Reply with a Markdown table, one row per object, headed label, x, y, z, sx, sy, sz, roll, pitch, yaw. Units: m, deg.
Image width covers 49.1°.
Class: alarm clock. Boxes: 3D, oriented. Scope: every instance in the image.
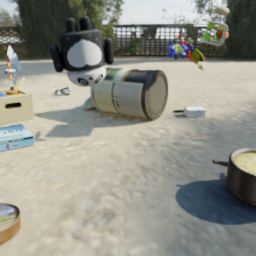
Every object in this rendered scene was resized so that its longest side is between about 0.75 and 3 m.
| label | x | y | z | sx | sy | sz | roll | pitch | yaw |
| --- | --- | --- | --- | --- | --- | --- | --- | --- | --- |
| alarm clock | 3.032 | 1.120 | 5.631 | 1.648 | 0.813 | 2.443 | -8 | 18 | -25 |

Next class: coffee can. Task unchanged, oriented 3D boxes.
| label | x | y | z | sx | sy | sz | roll | pitch | yaw |
| --- | --- | --- | --- | --- | --- | --- | --- | --- | --- |
| coffee can | 0.054 | -1.518 | 11.838 | 2.723 | 1.993 | 1.993 | 11 | 21 | 31 |

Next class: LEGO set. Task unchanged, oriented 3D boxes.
| label | x | y | z | sx | sy | sz | roll | pitch | yaw |
| --- | --- | --- | --- | --- | --- | --- | --- | --- | --- |
| LEGO set | -3.516 | -1.779 | 8.682 | 0.300 | 0.914 | 1.223 | -2 | 60 | 2 |

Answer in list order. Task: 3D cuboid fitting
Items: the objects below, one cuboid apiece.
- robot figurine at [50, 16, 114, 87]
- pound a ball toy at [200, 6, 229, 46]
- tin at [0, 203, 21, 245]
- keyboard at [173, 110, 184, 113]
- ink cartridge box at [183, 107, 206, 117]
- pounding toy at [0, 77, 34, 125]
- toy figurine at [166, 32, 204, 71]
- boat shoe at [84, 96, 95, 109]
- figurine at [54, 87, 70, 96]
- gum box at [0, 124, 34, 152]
| label | x | y | z | sx | sy | sz | roll | pitch | yaw |
| --- | --- | --- | --- | --- | --- | --- | --- | --- | --- |
| robot figurine | -1.492 | -2.463 | 9.255 | 1.679 | 2.235 | 1.394 | 3 | 22 | 25 |
| pound a ball toy | 3.120 | -3.520 | 9.734 | 0.770 | 1.182 | 1.813 | 15 | 23 | 3 |
| tin | -2.632 | 1.713 | 4.613 | 1.652 | 0.346 | 0.925 | -9 | 16 | -27 |
| keyboard | 2.550 | -0.746 | 12.593 | 0.929 | 0.096 | 0.590 | -5 | 12 | -14 |
| ink cartridge box | 2.847 | -0.686 | 12.009 | 0.790 | 0.327 | 0.579 | -2 | 18 | -6 |
| pounding toy | -4.924 | -1.188 | 11.690 | 2.079 | 1.478 | 1.914 | -15 | 24 | -39 |
| toy figurine | 1.020 | -1.399 | 5.421 | 0.535 | 0.471 | 0.892 | -22 | 53 | -5 |
| boat shoe | -1.157 | -1.410 | 13.681 | 0.881 | 0.735 | 2.360 | 21 | 42 | 34 |
| figurine | -3.876 | -2.091 | 16.424 | 0.894 | 0.395 | 0.917 | -13 | 21 | -12 |
| gum box | -3.863 | 0.305 | 8.913 | 1.311 | 0.344 | 1.543 | -11 | 21 | -32 |
